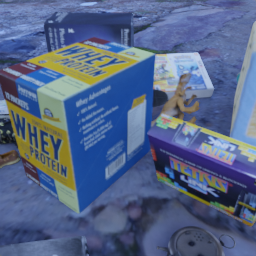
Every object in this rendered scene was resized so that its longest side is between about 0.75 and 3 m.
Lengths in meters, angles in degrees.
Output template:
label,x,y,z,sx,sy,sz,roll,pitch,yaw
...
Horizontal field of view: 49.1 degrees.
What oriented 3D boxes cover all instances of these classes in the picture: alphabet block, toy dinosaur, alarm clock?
label,x,y,z,sx,sy,sz,roll,pitch,yaw
alphabet block,4.696,-1.122,7.864,2.934,2.918,2.988,14,36,16
toy dinosaur,1.341,-0.531,8.604,1.455,0.827,2.739,26,63,32
alarm clock,1.355,2.252,5.140,1.460,0.486,0.985,-11,36,-20

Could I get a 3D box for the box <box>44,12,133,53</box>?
label,x,y,z,sx,sy,sz,roll,pitch,yaw
box,-1.199,-2.449,9.821,2.769,2.792,1.720,0,34,1

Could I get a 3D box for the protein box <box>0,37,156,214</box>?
label,x,y,z,sx,sy,sz,roll,pitch,yaw
protein box,-0.951,-0.231,6.584,1.914,2.837,2.816,24,41,30

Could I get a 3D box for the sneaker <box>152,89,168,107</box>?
label,x,y,z,sx,sy,sz,roll,pitch,yaw
sneaker,0.513,-0.844,9.019,1.539,0.581,0.886,-7,-7,8

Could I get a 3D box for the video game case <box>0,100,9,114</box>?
label,x,y,z,sx,sy,sz,roll,pitch,yaw
video game case,-3.714,-0.740,8.988,1.617,0.195,1.774,0,18,22

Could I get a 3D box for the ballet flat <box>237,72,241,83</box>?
label,x,y,z,sx,sy,sz,roll,pitch,yaw
ballet flat,5.227,-1.430,10.350,2.468,0.832,0.769,28,15,29

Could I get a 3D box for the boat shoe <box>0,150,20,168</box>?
label,x,y,z,sx,sy,sz,roll,pitch,yaw
boat shoe,-3.355,0.837,7.255,1.000,0.338,0.360,-20,39,-26

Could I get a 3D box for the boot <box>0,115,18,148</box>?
label,x,y,z,sx,sy,sz,roll,pitch,yaw
boot,-3.125,0.309,7.654,2.096,0.757,1.583,-17,39,-23

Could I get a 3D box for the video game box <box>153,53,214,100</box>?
label,x,y,z,sx,sy,sz,roll,pitch,yaw
video game box,1.851,-2.000,10.678,2.259,0.529,2.058,-5,52,-7

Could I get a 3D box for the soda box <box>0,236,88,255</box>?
label,x,y,z,sx,sy,sz,roll,pitch,yaw
soda box,-1.805,2.440,4.610,2.285,0.724,0.809,-5,35,-7

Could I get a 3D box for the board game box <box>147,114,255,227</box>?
label,x,y,z,sx,sy,sz,roll,pitch,yaw
board game box,1.617,0.876,5.755,2.303,1.904,0.653,22,60,30
